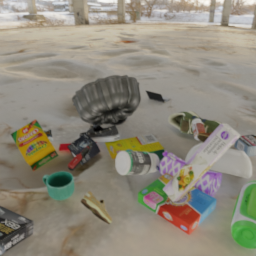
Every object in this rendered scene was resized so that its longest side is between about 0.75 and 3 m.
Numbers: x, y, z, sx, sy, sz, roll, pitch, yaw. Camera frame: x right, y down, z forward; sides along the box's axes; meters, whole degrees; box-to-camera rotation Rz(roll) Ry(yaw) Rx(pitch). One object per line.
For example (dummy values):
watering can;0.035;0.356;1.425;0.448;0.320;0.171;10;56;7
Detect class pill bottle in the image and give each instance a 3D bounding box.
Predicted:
pill bottle;2.783;0.049;11.075;0.454;0.454;0.809;-2;54;-3
pill bottle;0.342;1.223;9.781;1.442;0.816;0.816;5;20;-38

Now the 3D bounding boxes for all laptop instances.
laptop;1.753;-1.922;16.352;1.082;0.669;1.155;20;34;33

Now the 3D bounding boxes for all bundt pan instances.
bundt pan;-0.791;-0.961;11.613;2.926;2.926;1.098;-10;73;-19

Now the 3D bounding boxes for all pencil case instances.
pencil case;2.064;1.507;9.478;2.133;0.912;0.895;21;35;33

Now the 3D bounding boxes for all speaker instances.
speaker;3.489;2.357;7.867;0.911;0.911;2.060;14;31;25

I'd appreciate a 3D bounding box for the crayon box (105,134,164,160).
crayon box;0.222;0.894;11.030;2.078;0.528;1.319;-9;28;-14

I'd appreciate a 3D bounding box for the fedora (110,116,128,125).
fedora;-0.638;-0.653;13.869;1.214;1.214;0.555;-7;-5;-13

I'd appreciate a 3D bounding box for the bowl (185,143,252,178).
bowl;3.151;1.030;9.577;2.120;0.791;2.117;11;0;25

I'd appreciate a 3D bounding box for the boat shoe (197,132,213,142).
boat shoe;3.060;0.348;10.125;1.107;0.398;0.374;11;53;11

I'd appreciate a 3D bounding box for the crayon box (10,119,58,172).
crayon box;-3.547;0.635;10.621;1.123;0.449;1.770;-34;63;-14

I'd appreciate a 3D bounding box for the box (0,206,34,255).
box;-3.660;2.653;7.409;1.775;0.442;1.400;13;15;25

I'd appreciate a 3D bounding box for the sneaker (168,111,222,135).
sneaker;2.860;0.004;12.062;1.340;1.001;2.985;-2;20;-25

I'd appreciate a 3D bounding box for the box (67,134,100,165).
box;-1.729;0.817;10.894;0.909;0.534;0.894;-37;43;-19

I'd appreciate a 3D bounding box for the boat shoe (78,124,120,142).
boat shoe;-1.284;0.182;11.651;2.187;0.725;0.765;-1;14;42

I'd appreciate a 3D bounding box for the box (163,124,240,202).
box;1.990;1.009;7.818;0.506;2.614;0.542;47;23;25

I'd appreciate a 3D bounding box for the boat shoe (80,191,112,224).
boat shoe;-0.778;2.194;7.739;0.423;1.180;0.449;-2;45;46

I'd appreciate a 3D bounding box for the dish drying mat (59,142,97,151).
dish drying mat;-2.076;0.769;11.671;1.552;0.141;0.596;-3;17;-7

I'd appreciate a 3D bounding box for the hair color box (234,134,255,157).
hair color box;5.402;0.670;11.493;1.759;0.533;0.871;-6;28;-12

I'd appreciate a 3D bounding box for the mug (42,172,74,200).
mug;-2.206;1.871;9.064;0.849;0.639;1.034;-16;31;-27

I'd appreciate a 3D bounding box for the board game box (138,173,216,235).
board game box;1.485;2.240;8.622;1.920;0.387;1.469;24;36;38

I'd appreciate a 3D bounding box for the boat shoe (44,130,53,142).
boat shoe;-3.340;0.311;11.569;0.381;0.489;1.076;-10;-4;-13

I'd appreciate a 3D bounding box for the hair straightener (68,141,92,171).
hair straightener;-1.641;0.974;9.684;0.262;0.493;1.280;29;58;6
